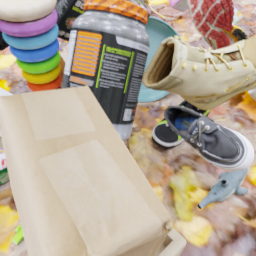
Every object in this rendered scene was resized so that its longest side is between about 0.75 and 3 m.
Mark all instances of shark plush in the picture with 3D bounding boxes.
[{"bbox_3d":[2.359,1.445,7.145,1.711,0.712,0.777,-19,52,-16],"label":"shark plush"}]

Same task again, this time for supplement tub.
[{"bbox_3d":[-0.522,-1.242,6.218,1.741,2.841,1.741,13,11,-2],"label":"supplement tub"}]

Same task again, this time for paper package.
[{"bbox_3d":[-0.778,0.994,3.659,1.233,2.272,2.384,-12,48,-27],"label":"paper package"}]

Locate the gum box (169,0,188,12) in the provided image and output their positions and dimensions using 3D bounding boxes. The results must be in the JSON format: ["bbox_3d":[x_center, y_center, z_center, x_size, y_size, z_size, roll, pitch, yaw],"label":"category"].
[{"bbox_3d":[2.075,-4.674,8.560,0.647,1.955,1.110,0,71,-42],"label":"gum box"}]

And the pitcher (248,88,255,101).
[{"bbox_3d":[5.133,-0.981,9.028,2.235,1.355,1.917,17,70,6],"label":"pitcher"}]

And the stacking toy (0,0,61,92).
[{"bbox_3d":[-2.067,-1.523,6.357,1.276,2.989,1.276,1,47,-1],"label":"stacking toy"}]

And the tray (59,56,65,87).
[{"bbox_3d":[-1.900,-1.491,7.877,0.595,1.206,0.223,-37,47,-7],"label":"tray"}]

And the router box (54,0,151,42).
[{"bbox_3d":[-0.793,-3.041,7.635,2.358,1.767,0.733,6,51,-46],"label":"router box"}]

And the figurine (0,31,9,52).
[{"bbox_3d":[-2.881,-3.165,7.511,2.197,0.946,2.144,-29,50,20],"label":"figurine"}]

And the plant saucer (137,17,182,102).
[{"bbox_3d":[0.522,-2.290,9.523,2.786,2.786,0.501,-4,14,-3],"label":"plant saucer"}]

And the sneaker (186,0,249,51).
[{"bbox_3d":[2.256,-2.854,7.607,1.057,2.715,1.116,-42,45,11],"label":"sneaker"}]

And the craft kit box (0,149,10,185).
[{"bbox_3d":[-4.312,0.542,8.011,2.894,0.702,2.858,-30,53,-24],"label":"craft kit box"}]

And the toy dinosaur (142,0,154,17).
[{"bbox_3d":[0.155,-3.998,8.836,2.753,1.462,0.832,-40,50,-11],"label":"toy dinosaur"}]

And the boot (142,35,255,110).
[{"bbox_3d":[1.983,-1.550,6.336,2.315,2.979,1.084,14,58,-35],"label":"boot"}]

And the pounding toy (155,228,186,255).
[{"bbox_3d":[-0.744,2.629,5.670,2.600,1.848,2.394,-28,55,-35],"label":"pounding toy"}]

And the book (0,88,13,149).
[{"bbox_3d":[-2.252,-0.067,5.761,0.436,1.814,1.212,-30,52,24],"label":"book"}]

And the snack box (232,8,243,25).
[{"bbox_3d":[2.983,-3.404,8.821,1.003,0.266,0.713,-42,84,-5],"label":"snack box"}]

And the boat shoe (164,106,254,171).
[{"bbox_3d":[1.456,0.082,5.628,0.745,0.786,2.248,23,16,-32],"label":"boat shoe"}]

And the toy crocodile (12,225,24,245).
[{"bbox_3d":[-2.390,2.343,6.684,0.311,0.284,0.921,21,57,17],"label":"toy crocodile"}]

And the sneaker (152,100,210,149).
[{"bbox_3d":[1.668,-0.450,8.559,0.934,1.078,2.604,34,57,26],"label":"sneaker"}]
